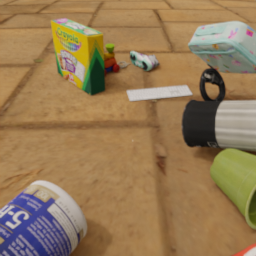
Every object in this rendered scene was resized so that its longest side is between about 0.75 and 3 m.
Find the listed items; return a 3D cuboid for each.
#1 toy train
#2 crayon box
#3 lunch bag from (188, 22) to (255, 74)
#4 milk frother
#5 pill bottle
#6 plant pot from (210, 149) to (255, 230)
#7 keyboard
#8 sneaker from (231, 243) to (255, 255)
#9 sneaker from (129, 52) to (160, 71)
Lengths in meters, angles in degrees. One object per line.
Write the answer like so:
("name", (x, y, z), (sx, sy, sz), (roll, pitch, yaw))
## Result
("toy train", (-0.787, -3.341, 13.128), (2.254, 1.304, 0.954), (-27, 44, -33))
("crayon box", (-2.105, -3.005, 11.672), (0.816, 2.415, 2.799), (-26, 43, -32))
("lunch bag", (3.115, -2.520, 8.946), (1.927, 0.926, 2.403), (26, 1, -25))
("milk frother", (2.964, -0.587, 7.780), (2.256, 2.399, 2.165), (3, 4, 37))
("pill bottle", (-2.072, 2.285, 4.899), (1.537, 1.537, 2.569), (19, 39, 25))
("plant pot", (2.808, 1.235, 6.609), (1.634, 1.634, 1.551), (-16, 26, -21))
("keyboard", (1.273, -1.415, 11.404), (2.591, 0.138, 0.729), (-7, 36, -9))
("sneaker", (2.268, 2.735, 5.128), (1.661, 0.555, 0.890), (-13, 38, -12))
("sneaker", (0.900, -3.369, 13.843), (1.144, 0.636, 1.635), (-21, 49, -29))
